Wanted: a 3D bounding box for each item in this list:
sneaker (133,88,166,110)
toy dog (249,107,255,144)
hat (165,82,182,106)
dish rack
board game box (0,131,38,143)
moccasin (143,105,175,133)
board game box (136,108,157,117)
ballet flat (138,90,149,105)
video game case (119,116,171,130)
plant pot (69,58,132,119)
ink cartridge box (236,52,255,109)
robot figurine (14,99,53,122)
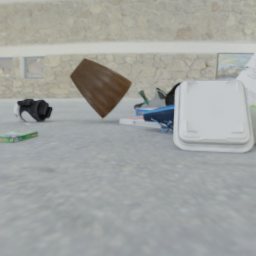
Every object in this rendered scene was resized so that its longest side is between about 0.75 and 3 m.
[{"bbox_3d":[1.565,-1.803,17.705,2.557,1.477,0.959,2,12,22],"label":"sneaker"},{"bbox_3d":[3.448,-0.288,6.866,2.851,1.373,1.881,-1,8,1],"label":"toy dog"},{"bbox_3d":[2.237,-0.885,10.728,1.778,1.778,0.717,1,47,9],"label":"hat"},{"bbox_3d":[1.945,-0.419,6.473,1.739,2.026,0.441,2,-34,10],"label":"dish rack"},{"bbox_3d":[-3.077,0.231,7.659,0.711,0.154,1.056,1,8,16],"label":"board game box"},{"bbox_3d":[1.442,-0.256,8.618,1.024,0.868,2.546,-18,10,-39],"label":"moccasin"},{"bbox_3d":[1.355,-0.793,14.451,1.381,0.394,1.410,-6,10,-36],"label":"board game box"},{"bbox_3d":[0.778,-1.365,12.525,0.328,0.328,0.883,6,-30,38],"label":"ballet flat"},{"bbox_3d":[1.311,-0.237,10.867,2.750,0.240,1.966,7,10,41],"label":"video game case"},{"bbox_3d":[-1.246,-1.789,11.406,2.094,1.957,1.957,40,-1,-13],"label":"plant pot"},{"bbox_3d":[4.010,-1.131,8.168,0.910,2.167,1.577,21,18,-40],"label":"ink cartridge box"},{"bbox_3d":[-4.056,-0.734,11.915,1.596,1.199,0.996,3,25,17],"label":"robot figurine"}]
